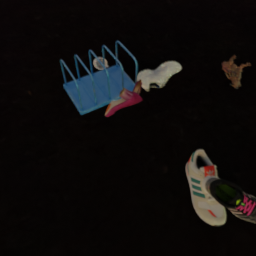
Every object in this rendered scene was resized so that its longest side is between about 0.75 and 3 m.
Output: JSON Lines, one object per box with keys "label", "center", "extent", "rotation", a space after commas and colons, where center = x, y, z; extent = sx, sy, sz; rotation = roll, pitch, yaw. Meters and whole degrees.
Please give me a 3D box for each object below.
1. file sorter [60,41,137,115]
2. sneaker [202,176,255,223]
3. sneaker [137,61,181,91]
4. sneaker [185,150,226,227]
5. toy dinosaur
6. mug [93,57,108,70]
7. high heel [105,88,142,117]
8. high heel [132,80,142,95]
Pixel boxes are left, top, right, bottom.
{"label": "file sorter", "center": [-1.257, -2.300, 12.224], "extent": [2.895, 1.776, 2.009], "rotation": [-24, 55, -18]}
{"label": "sneaker", "center": [3.140, 2.114, 8.055], "extent": [2.116, 0.926, 0.781], "rotation": [33, 89, 9]}
{"label": "sneaker", "center": [1.515, -2.341, 12.997], "extent": [2.268, 0.845, 0.988], "rotation": [-24, 66, -10]}
{"label": "sneaker", "center": [2.568, 1.882, 9.246], "extent": [0.904, 1.200, 2.567], "rotation": [-6, 51, -5]}
{"label": "toy dinosaur", "center": [4.872, -2.751, 13.278], "extent": [1.207, 0.764, 1.781], "rotation": [-28, 51, -13]}
{"label": "mug", "center": [-1.317, -3.113, 13.646], "extent": [0.779, 0.575, 0.683], "rotation": [15, 9, -28]}
{"label": "high heel", "center": [-0.200, -0.747, 9.765], "extent": [0.750, 1.563, 0.526], "rotation": [27, 41, -18]}
{"label": "high heel", "center": [0.330, -1.497, 11.345], "extent": [0.348, 0.496, 1.031], "rotation": [15, 51, -5]}
